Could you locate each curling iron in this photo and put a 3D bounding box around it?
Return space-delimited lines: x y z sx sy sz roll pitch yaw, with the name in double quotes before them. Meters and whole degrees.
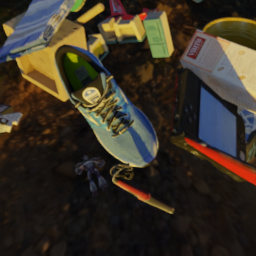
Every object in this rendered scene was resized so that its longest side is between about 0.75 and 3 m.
"curling iron" 0.255 0.924 4.037 0.325 1.312 0.168 -49 26 -1

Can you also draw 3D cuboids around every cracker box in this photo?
"cracker box" 2.592 -0.942 5.964 2.721 1.823 0.785 29 93 22

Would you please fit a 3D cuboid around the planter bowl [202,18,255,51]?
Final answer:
"planter bowl" 4.096 -2.867 10.562 2.863 1.193 2.863 0 52 0

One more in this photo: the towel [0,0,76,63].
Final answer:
"towel" -2.454 -2.929 7.645 2.043 0.331 2.781 -7 50 29

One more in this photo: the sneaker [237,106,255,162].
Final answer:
"sneaker" 3.551 0.117 8.520 0.894 0.879 2.321 13 47 29

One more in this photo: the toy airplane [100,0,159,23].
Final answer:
"toy airplane" 0.075 -5.000 12.664 2.756 0.507 2.756 1 62 -2

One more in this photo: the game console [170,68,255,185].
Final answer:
"game console" 2.054 0.185 4.910 1.483 2.499 2.154 -15 56 43

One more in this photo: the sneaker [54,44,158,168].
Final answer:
"sneaker" -0.459 -0.350 4.744 0.999 1.134 2.544 -40 86 7

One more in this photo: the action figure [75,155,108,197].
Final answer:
"action figure" -0.986 1.230 7.787 0.845 0.451 1.299 -24 52 -11

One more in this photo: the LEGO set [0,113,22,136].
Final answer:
"LEGO set" -3.659 -0.563 5.426 2.221 2.973 0.730 -10 44 11

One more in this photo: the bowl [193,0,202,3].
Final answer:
"bowl" 3.308 -6.635 13.736 1.243 0.650 1.243 27 31 -18

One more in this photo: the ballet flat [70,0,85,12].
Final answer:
"ballet flat" -1.360 -4.278 8.445 0.644 1.790 0.644 10 61 -19

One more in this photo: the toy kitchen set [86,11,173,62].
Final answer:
"toy kitchen set" -0.055 -3.032 10.782 2.798 1.648 2.241 6 49 31

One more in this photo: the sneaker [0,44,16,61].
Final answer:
"sneaker" -4.060 -3.270 11.284 1.918 0.725 1.108 -2 46 -14

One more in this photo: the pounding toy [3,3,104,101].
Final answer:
"pounding toy" -2.333 -2.802 9.442 2.618 2.844 2.022 30 57 22

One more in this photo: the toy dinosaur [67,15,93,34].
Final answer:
"toy dinosaur" -2.462 -4.128 11.961 2.216 0.853 1.133 30 69 15

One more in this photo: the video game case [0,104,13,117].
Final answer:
"video game case" -4.961 -0.255 8.579 1.855 0.262 2.053 10 36 19
